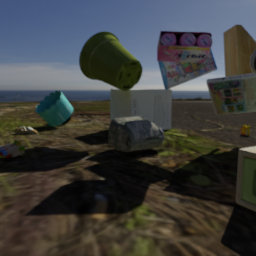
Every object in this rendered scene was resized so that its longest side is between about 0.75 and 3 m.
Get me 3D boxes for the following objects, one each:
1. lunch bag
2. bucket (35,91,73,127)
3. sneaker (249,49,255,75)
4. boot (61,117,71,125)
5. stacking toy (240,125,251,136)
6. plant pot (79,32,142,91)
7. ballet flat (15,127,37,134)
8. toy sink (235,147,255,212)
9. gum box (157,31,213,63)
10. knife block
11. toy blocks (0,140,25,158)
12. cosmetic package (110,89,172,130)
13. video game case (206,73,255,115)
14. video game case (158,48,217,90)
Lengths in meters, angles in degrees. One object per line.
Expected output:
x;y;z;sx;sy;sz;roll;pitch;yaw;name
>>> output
0.290;0.271;9.581;1.571;1.095;1.318;-6;22;-38;lunch bag
-4.082;-1.049;15.598;1.898;1.235;1.898;-24;34;18;bucket
3.578;-1.774;5.665;2.169;0.851;0.861;-33;13;15;sneaker
-3.855;-0.559;16.846;1.330;0.604;1.583;2;14;40;boot
6.274;0.197;12.305;1.555;0.484;2.062;-5;11;-19;stacking toy
-0.564;-2.626;11.799;2.233;2.233;2.121;-7;36;-43;plant pot
-4.786;0.113;13.129;1.060;0.334;0.364;1;8;2;ballet flat
2.677;0.954;4.574;0.897;1.043;1.601;-4;10;-29;toy sink
1.923;-2.757;9.613;1.773;0.586;1.006;2;-17;-1;gum box
4.442;-2.370;11.394;2.438;2.778;0.889;-47;9;-13;knife block
-3.691;0.719;8.642;0.681;0.498;0.996;-21;18;-38;toy blocks
0.626;-0.963;14.367;2.513;2.103;2.090;-6;11;-30;cosmetic package
3.432;-1.018;8.831;1.588;0.207;1.745;-4;-33;26;video game case
2.196;-2.478;10.710;2.054;1.470;0.183;-20;-20;25;video game case
